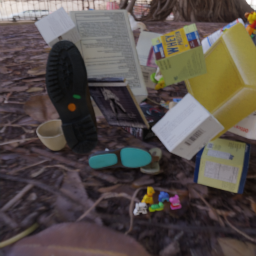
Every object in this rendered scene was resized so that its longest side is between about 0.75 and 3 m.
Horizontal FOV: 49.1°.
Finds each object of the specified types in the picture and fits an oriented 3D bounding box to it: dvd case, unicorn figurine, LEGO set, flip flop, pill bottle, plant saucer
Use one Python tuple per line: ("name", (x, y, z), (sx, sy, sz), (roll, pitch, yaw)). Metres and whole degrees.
("dvd case", (-0.295, -0.591, 6.994), (1.253, 1.685, 0.135), (6, 53, 33))
("unicorn figurine", (0.188, -4.410, 12.012), (0.844, 1.229, 0.454), (-35, 9, 15))
("LEGO set", (0.739, 1.864, 7.425), (1.269, 0.521, 0.484), (-6, 27, -12))
("flip flop", (0.794, 1.014, 9.166), (0.634, 0.450, 1.563), (8, 28, 14))
("pill bottle", (4.286, -3.726, 12.927), (2.519, 1.413, 1.413), (-27, 15, 28))
("plant saucer", (2.555, -1.293, 7.995), (0.619, 2.553, 2.553), (5, 57, -27))

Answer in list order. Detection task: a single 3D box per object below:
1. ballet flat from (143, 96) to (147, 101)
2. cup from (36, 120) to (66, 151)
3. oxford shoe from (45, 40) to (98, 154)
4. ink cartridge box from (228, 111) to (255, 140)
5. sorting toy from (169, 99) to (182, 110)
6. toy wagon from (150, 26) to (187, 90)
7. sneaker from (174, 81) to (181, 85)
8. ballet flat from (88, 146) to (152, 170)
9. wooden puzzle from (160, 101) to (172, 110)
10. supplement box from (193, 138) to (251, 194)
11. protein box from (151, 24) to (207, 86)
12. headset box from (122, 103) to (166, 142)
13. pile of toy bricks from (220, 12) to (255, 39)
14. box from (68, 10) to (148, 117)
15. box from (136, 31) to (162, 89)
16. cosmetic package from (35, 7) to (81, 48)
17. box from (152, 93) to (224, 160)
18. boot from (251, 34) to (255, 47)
("ballet flat", (-0.187, -1.583, 13.703), (2.916, 1.013, 1.013), (-22, 34, -36))
("cup", (-2.623, 0.331, 10.052), (1.111, 0.795, 1.111), (-3, 36, 2))
("oxford shoe", (-1.304, -0.712, 6.598), (0.940, 2.586, 1.091), (-9, 4, -1))
("ink cartridge box", (3.678, -0.658, 8.348), (0.757, 1.801, 1.310), (9, 11, -24))
("sorting toy", (2.690, -0.890, 12.890), (1.558, 0.377, 2.768), (5, 30, 4))
("toy wagon", (1.487, -2.291, 9.868), (0.503, 1.974, 2.544), (26, 60, -14))
("sneaker", (1.936, -2.492, 12.112), (0.833, 0.974, 2.237), (-36, 13, 33))
("ballet flat", (-0.252, 0.948, 9.036), (2.056, 0.751, 0.751), (-6, 27, 4))
("wooden puzzle", (2.053, -1.119, 13.761), (0.708, 0.084, 1.194), (-15, 31, -27))
("supplement box", (2.864, 1.068, 8.506), (1.409, 0.947, 1.411), (11, 29, 21))
("protein box", (1.234, -1.715, 6.722), (1.050, 1.042, 0.708), (-16, 60, 14))
("headset box", (0.577, -0.336, 11.486), (1.473, 0.743, 1.982), (-17, 31, -29))
("pile of toy bricks", (3.893, -3.292, 10.326), (1.139, 2.307, 1.280), (23, 37, 5))
("box", (-0.749, -1.931, 8.584), (1.826, 2.855, 1.556), (-8, -14, -17))
("box", (0.880, -2.999, 12.348), (1.144, 1.342, 2.099), (12, 59, 6))
("cosmetic package", (-1.826, -2.546, 7.385), (0.849, 0.700, 0.700), (-33, -10, -2))
("box", (1.470, 0.017, 6.826), (1.242, 1.235, 0.812), (24, 25, -54))
("boot", (4.804, -3.408, 10.460), (0.625, 1.565, 1.721), (18, -13, 0))
